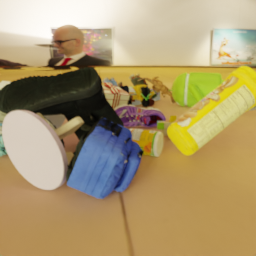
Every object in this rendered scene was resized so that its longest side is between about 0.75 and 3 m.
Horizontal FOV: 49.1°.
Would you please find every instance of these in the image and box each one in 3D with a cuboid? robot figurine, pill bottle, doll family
[{"bbox_3d":[3.224,-1.697,12.626,2.719,1.573,2.385,5,12,15],"label":"robot figurine"},{"bbox_3d":[0.283,0.347,7.107,1.114,0.619,0.619,7,17,23],"label":"pill bottle"},{"bbox_3d":[0.125,-1.439,12.281,2.921,1.688,1.146,-14,-18,-23],"label":"doll family"}]

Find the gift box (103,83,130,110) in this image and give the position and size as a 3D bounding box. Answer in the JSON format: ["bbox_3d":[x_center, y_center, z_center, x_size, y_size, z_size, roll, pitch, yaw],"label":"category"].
[{"bbox_3d":[-0.628,-1.024,10.478,1.266,1.183,1.169,-3,27,-32],"label":"gift box"}]

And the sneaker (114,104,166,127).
[{"bbox_3d":[0.349,-0.361,9.321,1.928,0.777,0.804,-3,15,-13],"label":"sneaker"}]

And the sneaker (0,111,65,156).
[{"bbox_3d":[-2.898,0.327,7.002,2.779,1.078,1.199,10,42,21],"label":"sneaker"}]

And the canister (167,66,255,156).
[{"bbox_3d":[1.997,-0.319,6.601,2.113,0.915,1.569,-38,-9,-4],"label":"canister"}]

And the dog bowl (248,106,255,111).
[{"bbox_3d":[4.688,-1.186,10.877,1.190,0.349,1.190,-2,60,4],"label":"dog bowl"}]

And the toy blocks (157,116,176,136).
[{"bbox_3d":[1.524,-0.026,8.541,1.498,0.749,1.024,-2,5,-6],"label":"toy blocks"}]

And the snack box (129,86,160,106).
[{"bbox_3d":[0.258,-1.663,14.193,1.729,0.644,2.431,13,21,40],"label":"snack box"}]

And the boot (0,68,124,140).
[{"bbox_3d":[-1.612,-0.298,7.137,2.679,2.251,1.023,-10,53,8],"label":"boot"}]

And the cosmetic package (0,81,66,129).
[{"bbox_3d":[-2.902,-0.469,8.078,1.502,1.506,0.926,8,59,26],"label":"cosmetic package"}]

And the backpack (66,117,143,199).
[{"bbox_3d":[-0.405,0.578,5.240,1.236,1.197,1.473,22,17,5],"label":"backpack"}]

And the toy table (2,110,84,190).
[{"bbox_3d":[-1.668,0.381,5.724,1.567,1.705,0.998,-30,-5,19],"label":"toy table"}]

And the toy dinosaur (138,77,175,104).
[{"bbox_3d":[1.382,-2.024,13.192,2.419,0.731,1.285,28,11,-24],"label":"toy dinosaur"}]
